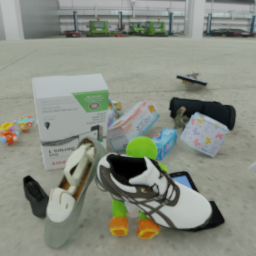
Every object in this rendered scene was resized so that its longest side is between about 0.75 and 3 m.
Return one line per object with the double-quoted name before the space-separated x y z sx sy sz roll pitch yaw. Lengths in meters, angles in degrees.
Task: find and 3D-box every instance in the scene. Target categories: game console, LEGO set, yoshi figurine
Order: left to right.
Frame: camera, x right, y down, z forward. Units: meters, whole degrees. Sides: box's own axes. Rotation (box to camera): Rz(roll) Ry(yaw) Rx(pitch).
"yoshi figurine" 0.187 1.122 6.190 1.291 1.296 2.305 -24 45 33
"game console" 1.388 1.739 7.024 1.326 0.271 2.248 -1 22 -4
"LEGO set" 4.116 -3.398 18.482 1.034 0.779 1.344 15 27 32

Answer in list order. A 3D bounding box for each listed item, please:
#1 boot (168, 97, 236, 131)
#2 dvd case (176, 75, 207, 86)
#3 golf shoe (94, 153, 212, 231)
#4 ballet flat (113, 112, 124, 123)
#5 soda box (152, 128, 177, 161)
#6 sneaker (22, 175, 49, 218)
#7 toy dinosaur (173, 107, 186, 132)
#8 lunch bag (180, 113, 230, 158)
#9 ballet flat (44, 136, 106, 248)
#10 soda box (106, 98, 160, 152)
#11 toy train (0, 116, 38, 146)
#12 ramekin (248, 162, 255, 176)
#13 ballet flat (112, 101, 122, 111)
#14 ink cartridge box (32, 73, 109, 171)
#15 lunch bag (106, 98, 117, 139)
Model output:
"boot" 2.889 -0.604 11.513 2.280 1.036 2.713 2 17 -2
"dvd case" 3.846 -2.833 16.732 1.723 0.212 2.415 18 14 13
"golf shoe" 0.507 1.189 5.275 2.430 1.148 0.945 19 59 3
"ballet flat" -0.738 -0.384 11.797 0.682 0.614 1.811 -40 34 -25
"soda box" 1.185 0.526 9.596 0.529 0.500 1.560 12 25 26
"sneaker" -2.236 1.631 6.762 0.522 0.623 1.374 -30 38 -31
"toy dinosaur" 2.083 -0.074 10.911 0.750 0.404 1.701 27 50 0
"lunch bag" 2.473 0.179 9.151 1.242 1.053 0.790 24 17 -3
"ballet flat" -1.248 1.249 5.927 0.811 0.766 2.405 11 64 28
"soda box" 0.221 -0.162 10.124 0.817 0.879 2.570 -19 15 37
"toy train" -4.109 0.147 10.553 1.417 0.525 1.887 18 30 28
"ramekin" 4.005 0.891 6.632 1.955 1.955 0.953 -13 62 -28
"ballet flat" -1.034 -1.079 13.427 1.453 0.458 0.499 -2 20 -3
"ink cartridge box" -1.645 -0.138 8.263 1.953 2.674 1.127 -8 40 -16
"lunch bag" -1.124 -0.620 10.605 1.106 1.740 1.475 0 20 -26
